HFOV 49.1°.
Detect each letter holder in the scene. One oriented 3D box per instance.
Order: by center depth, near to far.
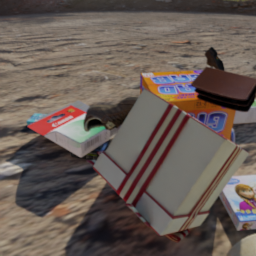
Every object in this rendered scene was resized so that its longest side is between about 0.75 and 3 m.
[{"bbox_3d":[2.588,-0.944,7.689,1.521,0.765,1.081,22,50,30],"label":"letter holder"}]

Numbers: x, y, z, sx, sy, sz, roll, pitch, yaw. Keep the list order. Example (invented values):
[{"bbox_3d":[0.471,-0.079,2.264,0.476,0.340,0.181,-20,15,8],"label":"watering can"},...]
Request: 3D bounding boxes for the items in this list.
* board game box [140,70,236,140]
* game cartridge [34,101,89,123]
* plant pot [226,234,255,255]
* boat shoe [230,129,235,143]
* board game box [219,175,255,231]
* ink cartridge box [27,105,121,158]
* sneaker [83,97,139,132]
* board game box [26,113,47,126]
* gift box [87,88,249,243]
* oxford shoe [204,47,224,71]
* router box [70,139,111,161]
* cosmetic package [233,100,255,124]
[{"bbox_3d":[1.893,-0.369,9.969,2.592,2.594,2.592,-4,30,-8],"label":"board game box"},{"bbox_3d":[-2.437,-0.290,11.787,1.645,0.487,2.538,26,38,27],"label":"game cartridge"},{"bbox_3d":[2.672,3.103,4.589,2.441,2.441,2.234,0,18,0],"label":"plant pot"},{"bbox_3d":[3.624,0.192,11.064,0.674,0.673,1.863,-6,20,0],"label":"boat shoe"},{"bbox_3d":[3.608,2.055,8.015,1.757,0.362,1.753,-3,30,-6],"label":"board game box"},{"bbox_3d":[-1.999,-0.228,10.671,2.967,0.743,2.388,26,39,28],"label":"ink cartridge box"},{"bbox_3d":[-0.300,-0.256,7.624,2.071,0.729,0.782,-8,48,30],"label":"sneaker"},{"bbox_3d":[-3.755,-0.318,12.251,1.057,0.248,0.798,6,30,9],"label":"board game box"},{"bbox_3d":[0.829,0.869,6.816,2.899,2.707,2.675,20,15,-50],"label":"gift box"},{"bbox_3d":[3.448,-2.580,11.206,0.444,0.516,1.222,-6,67,-41],"label":"oxford shoe"},{"bbox_3d":[-1.357,0.737,10.277,1.260,0.391,0.944,7,31,12],"label":"router box"},{"bbox_3d":[4.771,-0.756,12.435,1.961,0.832,1.055,-4,32,-9],"label":"cosmetic package"}]
